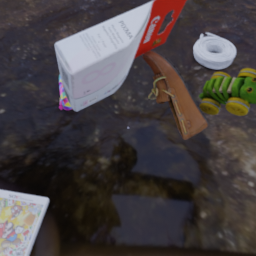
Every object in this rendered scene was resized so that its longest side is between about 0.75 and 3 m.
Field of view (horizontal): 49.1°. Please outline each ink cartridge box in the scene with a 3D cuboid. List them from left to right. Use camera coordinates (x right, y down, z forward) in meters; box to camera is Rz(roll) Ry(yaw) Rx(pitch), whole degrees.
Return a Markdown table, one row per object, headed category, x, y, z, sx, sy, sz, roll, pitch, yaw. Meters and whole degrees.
| category | x | y | z | sx | sy | sz | roll | pitch | yaw |
| --- | --- | --- | --- | --- | --- | --- | --- | --- | --- |
| ink cartridge box | -0.005 | -1.366 | 5.271 | 2.625 | 2.133 | 0.749 | -25 | 83 | -13 |

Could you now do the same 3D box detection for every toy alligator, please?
| category | x | y | z | sx | sy | sz | roll | pitch | yaw |
| --- | --- | --- | --- | --- | --- | --- | --- | --- | --- |
| toy alligator | 2.383 | -0.797 | 5.759 | 2.821 | 0.678 | 0.935 | 5 | 67 | 57 |

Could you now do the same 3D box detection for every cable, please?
| category | x | y | z | sx | sy | sz | roll | pitch | yaw |
| --- | --- | --- | --- | --- | --- | --- | --- | --- | --- |
| cable | 3.353 | -2.959 | 10.977 | 1.610 | 0.558 | 1.611 | 26 | 56 | 18 |

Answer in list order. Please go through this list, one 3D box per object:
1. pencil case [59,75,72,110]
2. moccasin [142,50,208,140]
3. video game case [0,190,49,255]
| category | x | y | z | sx | sy | sz | roll | pitch | yaw |
| --- | --- | --- | --- | --- | --- | --- | --- | --- | --- |
| pencil case | -2.083 | -1.267 | 9.595 | 0.638 | 0.638 | 1.444 | -7 | 50 | -6 |
| moccasin | 0.895 | -0.725 | 6.132 | 0.809 | 0.766 | 2.095 | -31 | 96 | 3 |
| video game case | -2.905 | 2.366 | 6.945 | 1.426 | 0.179 | 1.566 | 8 | 52 | 6 |
